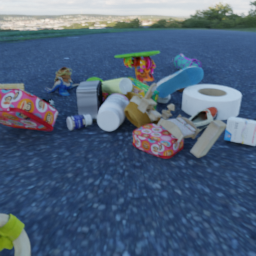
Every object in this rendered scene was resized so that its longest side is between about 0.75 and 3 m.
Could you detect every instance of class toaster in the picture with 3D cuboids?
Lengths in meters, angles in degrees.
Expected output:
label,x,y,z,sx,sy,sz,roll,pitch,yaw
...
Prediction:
label,x,y,z,sx,sy,sz,roll,pitch,yaw
toaster,-1.497,-1.061,11.425,0.934,1.423,1.573,-2,24,1

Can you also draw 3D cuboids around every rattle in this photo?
label,x,y,z,sx,sy,sz,roll,pitch,yaw
rattle,-2.398,2.466,4.719,1.301,1.185,1.821,-21,56,-2

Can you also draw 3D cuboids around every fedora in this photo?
label,x,y,z,sx,sy,sz,roll,pitch,yaw
fedora,0.403,-0.518,10.398,0.748,1.835,1.835,-47,40,-9

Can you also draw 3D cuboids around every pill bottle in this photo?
label,x,y,z,sx,sy,sz,roll,pitch,yaw
pill bottle,-1.854,-0.234,10.646,0.863,0.499,0.499,-13,28,-28
pill bottle,-0.580,-0.618,10.896,1.005,1.005,1.773,4,25,9

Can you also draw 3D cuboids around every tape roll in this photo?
label,x,y,z,sx,sy,sz,roll,pitch,yaw
tape roll,3.623,-1.179,12.303,2.457,0.859,2.457,0,25,0

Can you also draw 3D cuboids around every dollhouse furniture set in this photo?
label,x,y,z,sx,sy,sz,roll,pitch,yaw
dollhouse furniture set,1.757,-0.368,9.020,2.585,1.145,1.340,41,23,25

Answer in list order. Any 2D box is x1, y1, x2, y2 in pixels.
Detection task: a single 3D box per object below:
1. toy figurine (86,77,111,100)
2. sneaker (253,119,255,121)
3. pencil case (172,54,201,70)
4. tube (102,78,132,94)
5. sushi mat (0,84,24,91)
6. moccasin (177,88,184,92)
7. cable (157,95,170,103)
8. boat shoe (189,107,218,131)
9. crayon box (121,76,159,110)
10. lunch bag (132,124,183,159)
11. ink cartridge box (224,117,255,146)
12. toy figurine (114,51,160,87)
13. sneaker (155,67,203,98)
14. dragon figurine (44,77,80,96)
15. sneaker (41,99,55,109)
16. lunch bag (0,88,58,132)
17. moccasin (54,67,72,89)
label,x,y,z,sx,sy,sz,roll,pitch,yaw
toy figurine,-1.494,-1.591,13.480,1.415,1.063,1.303,21,36,-13
sneaker,4.813,-0.189,10.652,0.878,0.437,0.305,0,25,-1
pencil case,3.934,-4.299,18.805,0.976,1.060,2.293,-12,27,-15
tube,-0.835,-1.801,12.350,0.682,0.762,2.625,-46,27,-22
sushi mat,-5.793,-1.129,11.683,2.957,1.415,0.179,-1,-11,-1
moccasin,2.518,-2.278,15.112,0.431,0.455,1.179,-41,40,-6
cable,1.522,-1.599,13.464,1.061,0.367,1.061,31,31,15
boat shoe,2.788,-0.377,10.469,1.853,0.580,0.659,-31,54,-31
crayon box,0.452,-1.394,12.121,1.749,1.039,0.509,34,42,31
lunch bag,1.032,0.347,9.230,1.525,0.625,1.343,21,33,34
ink cartridge box,3.899,0.100,9.531,1.011,0.744,0.731,13,15,26
toy figurine,0.602,-2.250,12.819,1.888,2.314,2.514,-15,17,-27
sneaker,2.228,-2.146,12.579,2.314,0.885,0.935,-22,19,2
dragon figurine,-3.265,-1.999,14.396,1.981,0.985,0.583,10,17,-26
sneaker,-3.508,-0.837,11.380,1.704,0.681,0.608,1,-2,40
lunch bag,-3.768,-0.550,9.844,2.407,0.986,2.120,5,-18,26
moccasin,-3.599,-2.848,15.699,0.979,1.033,2.676,-2,25,-3
